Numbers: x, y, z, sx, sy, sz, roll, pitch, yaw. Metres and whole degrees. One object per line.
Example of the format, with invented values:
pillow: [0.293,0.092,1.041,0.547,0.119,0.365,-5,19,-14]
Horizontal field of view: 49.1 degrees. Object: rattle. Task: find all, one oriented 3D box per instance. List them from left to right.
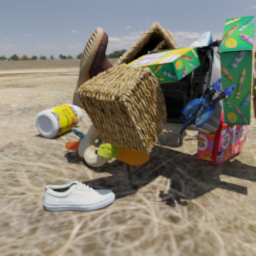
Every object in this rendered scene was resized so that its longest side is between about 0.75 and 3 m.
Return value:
rattle: [-0.868,0.664,10.398,1.956,1.783,2.738,0,-13,-38]

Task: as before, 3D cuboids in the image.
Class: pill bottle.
pill bottle: [-3.179,-0.407,13.298,1.242,1.242,2.273,8,19,24]

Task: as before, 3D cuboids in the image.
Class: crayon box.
crayon box: [0.842,-1.694,7.879,1.945,0.567,1.155,4,32,46]
crayon box: [2.844,-1.385,7.239,0.704,2.416,1.435,3,50,24]

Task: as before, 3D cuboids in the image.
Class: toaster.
toaster: [1.827,-1.247,9.106,2.765,2.500,1.641,6,-8,41]

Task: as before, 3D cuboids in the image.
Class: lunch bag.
lunch bag: [3.522,-0.046,10.246,1.059,2.278,2.586,18,23,40]

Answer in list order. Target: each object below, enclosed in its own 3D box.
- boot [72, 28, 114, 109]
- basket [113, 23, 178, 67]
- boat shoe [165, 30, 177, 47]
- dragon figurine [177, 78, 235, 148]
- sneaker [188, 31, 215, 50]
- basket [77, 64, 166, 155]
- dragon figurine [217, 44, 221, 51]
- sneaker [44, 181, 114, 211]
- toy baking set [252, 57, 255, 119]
boot: [-0.410,-1.695,9.518,2.485,2.988,1.081,9,37,-20]
basket: [0.800,-2.215,11.032,1.981,2.776,2.068,44,-1,3]
boat shoe: [2.009,-3.382,12.911,0.794,2.208,0.715,-21,-7,31]
dragon figurine: [1.647,-0.355,6.561,0.566,1.923,0.956,46,14,11]
sneaker: [2.799,-3.048,11.122,1.102,1.044,2.729,-7,28,31]
basket: [-0.056,-0.598,7.529,1.612,2.164,1.545,11,53,34]
dragon figurine: [4.237,-3.079,11.066,1.919,0.954,0.565,-15,-22,-44]
sneaker: [-1.269,1.739,7.276,1.830,0.648,0.668,-3,17,-11]
toy baking set: [3.931,-1.280,8.800,0.288,2.477,1.901,-11,47,20]
